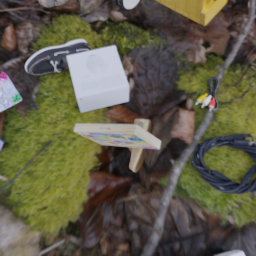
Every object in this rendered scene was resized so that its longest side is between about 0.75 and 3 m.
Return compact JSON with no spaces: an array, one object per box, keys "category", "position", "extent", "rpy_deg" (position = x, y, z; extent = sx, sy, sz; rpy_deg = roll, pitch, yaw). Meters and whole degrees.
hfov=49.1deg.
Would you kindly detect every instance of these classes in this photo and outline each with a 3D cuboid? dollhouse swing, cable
[{"category":"dollhouse swing","position":[2.482,-6.058,11.195],"extent":[2.893,2.544,2.629],"rpy_deg":[36,69,17]},{"category":"cable","position":[3.013,-1.208,9.964],"extent":[0.783,0.406,1.613],"rpy_deg":[28,67,10]},{"category":"cable","position":[3.141,1.142,8.779],"extent":[2.341,0.595,1.910],"rpy_deg":[-6,69,-6]}]

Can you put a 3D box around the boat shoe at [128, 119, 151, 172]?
[{"category":"boat shoe","position":[0.268,0.538,9.007],"extent":[0.606,0.669,1.878],"rpy_deg":[9,56,13]}]

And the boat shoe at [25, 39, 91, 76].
[{"category":"boat shoe","position":[-2.492,-2.473,10.350],"extent":[2.526,0.933,0.762],"rpy_deg":[-25,61,-21]}]

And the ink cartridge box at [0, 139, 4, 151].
[{"category":"ink cartridge box","position":[-5.503,0.799,8.639],"extent":[2.562,0.978,1.748],"rpy_deg":[11,64,3]}]

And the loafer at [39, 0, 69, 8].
[{"category":"loafer","position":[-2.551,-6.062,12.095],"extent":[0.902,1.032,2.869],"rpy_deg":[37,66,9]}]

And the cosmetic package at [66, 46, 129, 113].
[{"category":"cosmetic package","position":[-1.047,-1.692,9.813],"extent":[1.773,1.094,1.779],"rpy_deg":[-14,64,-7]}]

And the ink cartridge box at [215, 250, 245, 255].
[{"category":"ink cartridge box","position":[1.805,4.309,6.833],"extent":[2.620,1.111,1.908],"rpy_deg":[-13,64,-5]}]

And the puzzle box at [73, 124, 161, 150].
[{"category":"puzzle box","position":[-0.316,0.247,8.048],"extent":[2.146,1.428,0.273],"rpy_deg":[1,72,35]}]

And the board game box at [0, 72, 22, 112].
[{"category":"board game box","position":[-4.819,-1.195,10.080],"extent":[1.465,0.190,1.465],"rpy_deg":[-33,68,-15]}]

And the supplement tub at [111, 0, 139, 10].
[{"category":"supplement tub","position":[-0.545,-6.159,11.885],"extent":[2.234,1.369,1.369],"rpy_deg":[41,70,17]}]
